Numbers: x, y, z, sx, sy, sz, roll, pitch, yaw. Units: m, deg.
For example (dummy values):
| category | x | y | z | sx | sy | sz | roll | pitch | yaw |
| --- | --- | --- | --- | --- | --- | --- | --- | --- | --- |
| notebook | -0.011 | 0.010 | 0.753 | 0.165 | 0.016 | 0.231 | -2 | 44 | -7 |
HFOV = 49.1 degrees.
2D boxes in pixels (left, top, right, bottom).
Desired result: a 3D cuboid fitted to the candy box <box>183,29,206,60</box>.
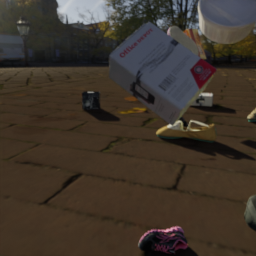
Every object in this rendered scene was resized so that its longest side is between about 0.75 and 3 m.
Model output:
| category | x | y | z | sx | sy | sz | roll | pitch | yaw |
| --- | --- | --- | --- | --- | --- | --- | --- | --- | --- |
| candy box | 2.192 | -3.226 | 12.372 | 0.638 | 1.333 | 2.309 | -15 | -2 | -38 |

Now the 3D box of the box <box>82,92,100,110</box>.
| category | x | y | z | sx | sy | sz | roll | pitch | yaw |
| --- | --- | --- | --- | --- | --- | --- | --- | --- | --- |
| box | -1.867 | -1.383 | 14.160 | 0.854 | 0.840 | 0.530 | 1 | 16 | 2 |

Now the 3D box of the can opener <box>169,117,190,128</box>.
| category | x | y | z | sx | sy | sz | roll | pitch | yaw |
| --- | --- | --- | --- | --- | --- | --- | --- | --- | --- |
| can opener | 1.821 | -0.250 | 11.110 | 0.505 | 0.626 | 1.594 | -43 | 22 | -5 |

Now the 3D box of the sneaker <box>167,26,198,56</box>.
| category | x | y | z | sx | sy | sz | roll | pitch | yaw |
| --- | --- | --- | --- | --- | --- | --- | --- | --- | --- |
| sneaker | 2.149 | -3.333 | 11.101 | 0.563 | 1.553 | 0.885 | -40 | 6 | 0 |

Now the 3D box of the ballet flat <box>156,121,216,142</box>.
| category | x | y | z | sx | sy | sz | roll | pitch | yaw |
| --- | --- | --- | --- | --- | --- | --- | --- | --- | --- |
| ballet flat | 1.964 | 0.051 | 9.531 | 2.018 | 0.636 | 0.693 | 5 | 16 | 17 |

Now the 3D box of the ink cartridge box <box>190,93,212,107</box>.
| category | x | y | z | sx | sy | sz | roll | pitch | yaw |
| --- | --- | --- | --- | --- | --- | --- | --- | --- | --- |
| ink cartridge box | 3.868 | -1.549 | 15.214 | 1.375 | 0.571 | 1.008 | 5 | 17 | 16 |

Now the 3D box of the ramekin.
| category | x | y | z | sx | sy | sz | roll | pitch | yaw |
| --- | --- | --- | --- | --- | --- | --- | --- | --- | --- |
| ramekin | 2.635 | -2.960 | 7.455 | 1.618 | 1.618 | 0.753 | 1 | -28 | 4 |

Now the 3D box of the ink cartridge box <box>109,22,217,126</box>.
| category | x | y | z | sx | sy | sz | roll | pitch | yaw |
| --- | --- | --- | --- | --- | --- | --- | --- | --- | --- |
| ink cartridge box | 0.669 | -1.155 | 5.880 | 1.813 | 0.756 | 1.317 | 39 | 68 | 11 |

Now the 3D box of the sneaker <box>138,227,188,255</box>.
| category | x | y | z | sx | sy | sz | roll | pitch | yaw |
| --- | --- | --- | --- | --- | --- | --- | --- | --- | --- |
| sneaker | 0.553 | 1.763 | 4.261 | 0.789 | 0.312 | 0.376 | -6 | 28 | -17 |

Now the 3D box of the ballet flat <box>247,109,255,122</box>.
| category | x | y | z | sx | sy | sz | roll | pitch | yaw |
| --- | --- | --- | --- | --- | --- | --- | --- | --- | --- |
| ballet flat | 6.235 | -0.767 | 11.799 | 2.516 | 0.947 | 0.853 | -1 | 6 | -3 |

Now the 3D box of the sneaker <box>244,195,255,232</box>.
| category | x | y | z | sx | sy | sz | roll | pitch | yaw |
| --- | --- | --- | --- | --- | --- | --- | --- | --- | --- |
| sneaker | 3.173 | 1.150 | 4.849 | 2.954 | 1.100 | 1.250 | -12 | 20 | -36 |
